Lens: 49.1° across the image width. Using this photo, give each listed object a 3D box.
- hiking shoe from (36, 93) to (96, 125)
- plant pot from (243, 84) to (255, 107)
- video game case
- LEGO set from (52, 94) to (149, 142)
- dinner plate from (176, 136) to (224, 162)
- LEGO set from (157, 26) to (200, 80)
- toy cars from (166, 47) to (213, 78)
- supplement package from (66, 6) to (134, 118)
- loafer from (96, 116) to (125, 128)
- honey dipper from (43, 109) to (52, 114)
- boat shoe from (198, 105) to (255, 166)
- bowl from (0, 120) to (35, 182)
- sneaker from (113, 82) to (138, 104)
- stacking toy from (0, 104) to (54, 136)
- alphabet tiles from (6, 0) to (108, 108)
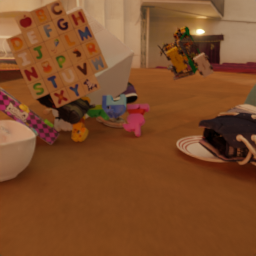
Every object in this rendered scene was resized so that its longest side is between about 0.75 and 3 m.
[{"bbox_3d":[-1.636,-0.835,6.784,1.722,0.652,0.867,42,47,6],"label":"hiking shoe"},{"bbox_3d":[4.403,-0.717,7.379,2.746,1.849,2.746,0,14,0],"label":"plant pot"},{"bbox_3d":[-2.935,-0.583,6.911,2.259,0.405,2.048,42,-10,-33],"label":"video game case"},{"bbox_3d":[-0.887,-0.146,7.202,2.720,1.116,1.038,-2,-17,12],"label":"LEGO set"},{"bbox_3d":[1.863,0.470,6.090,1.606,0.195,1.606,-1,15,0],"label":"dinner plate"},{"bbox_3d":[1.729,-2.470,9.541,0.991,1.710,1.315,-9,45,44],"label":"LEGO set"},{"bbox_3d":[1.934,-2.119,8.856,1.786,0.801,0.395,8,42,-17],"label":"toy cars"},{"bbox_3d":[-1.382,-1.981,8.512,1.819,1.806,2.397,-38,73,-25],"label":"supplement package"},{"bbox_3d":[-0.574,-0.331,8.677,0.493,0.431,1.371,-11,18,-36],"label":"loafer"},{"bbox_3d":[-2.963,-0.670,10.531,0.177,0.177,0.931,0,13,0],"label":"honey dipper"},{"bbox_3d":[2.455,0.403,4.831,1.305,1.051,2.815,-17,23,-21],"label":"boat shoe"},{"bbox_3d":[-2.815,0.461,4.925,2.059,0.770,2.062,-10,17,-35],"label":"bowl"},{"bbox_3d":[-0.630,-1.283,10.926,1.875,0.821,0.710,-11,-23,-12],"label":"sneaker"},{"bbox_3d":[-2.192,-0.001,6.114,0.228,0.731,0.969,43,1,45],"label":"stacking toy"},{"bbox_3d":[-1.559,-1.655,6.251,1.817,2.184,0.069,-25,3,-6],"label":"alphabet tiles"}]
